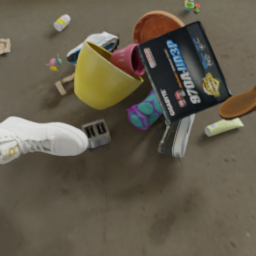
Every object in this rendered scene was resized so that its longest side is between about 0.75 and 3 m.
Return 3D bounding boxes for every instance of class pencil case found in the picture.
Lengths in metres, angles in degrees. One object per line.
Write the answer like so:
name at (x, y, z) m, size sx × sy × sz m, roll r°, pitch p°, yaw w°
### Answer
pencil case at (0.977, -0.957, 10.411) m, size 2.222 × 0.946 × 1.027 m, roll -47°, pitch 112°, yaw -26°

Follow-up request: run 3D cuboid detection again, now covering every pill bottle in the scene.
pill bottle at (-3.127, -5.015, 13.336) m, size 0.444 × 0.444 × 0.812 m, roll 26°, pitch 62°, yaw 15°

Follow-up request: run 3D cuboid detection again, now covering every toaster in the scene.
toaster at (-1.157, 0.235, 10.160) m, size 0.879 × 0.577 × 0.973 m, roll -18°, pitch 62°, yaw -9°

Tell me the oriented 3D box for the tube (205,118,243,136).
tube at (3.593, -0.071, 10.499) m, size 1.453 × 0.422 × 0.377 m, roll -20°, pitch 17°, yaw -14°

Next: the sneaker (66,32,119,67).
sneaker at (-1.672, -3.504, 12.277) m, size 2.522 × 0.945 × 1.093 m, roll -30°, pitch 57°, yaw -26°

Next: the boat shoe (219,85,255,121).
boat shoe at (3.846, -0.779, 8.813) m, size 2.109 × 0.741 × 0.742 m, roll -29°, pitch 51°, yaw 1°

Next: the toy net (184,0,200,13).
toy net at (3.252, -6.483, 14.289) m, size 0.799 × 0.294 × 1.523 m, roll 3°, pitch 59°, yaw 2°

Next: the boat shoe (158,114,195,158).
boat shoe at (1.823, -0.348, 10.203) m, size 0.951 × 1.056 × 2.988 m, roll 9°, pitch 57°, yaw 22°

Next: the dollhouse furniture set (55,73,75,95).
dollhouse furniture set at (-2.322, -1.872, 11.495) m, size 1.247 × 0.647 × 0.552 m, roll -33°, pitch 105°, yaw -18°

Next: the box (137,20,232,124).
box at (1.848, -1.833, 9.380) m, size 2.249 × 0.651 × 2.830 m, roll -22°, pitch 88°, yaw -1°

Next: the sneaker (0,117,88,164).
sneaker at (-2.772, 0.538, 7.967) m, size 2.931 × 1.080 × 1.694 m, roll 8°, pitch 25°, yaw 16°

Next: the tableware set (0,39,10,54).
tableware set at (-6.551, -3.307, 12.417) m, size 2.479 × 0.288 × 2.070 m, roll 6°, pitch 60°, yaw 3°

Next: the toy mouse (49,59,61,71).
toy mouse at (-2.928, -2.617, 11.327) m, size 0.154 × 0.798 × 0.709 m, roll 39°, pitch 109°, yaw 21°

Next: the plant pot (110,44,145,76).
plant pot at (-0.038, -2.360, 9.879) m, size 0.984 × 1.100 × 1.100 m, roll 4°, pitch 56°, yaw 32°

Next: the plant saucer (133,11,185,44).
plant saucer at (1.350, -3.361, 11.086) m, size 2.533 × 2.533 × 0.409 m, roll 29°, pitch 53°, yaw 16°

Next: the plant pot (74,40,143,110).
plant pot at (-0.947, -1.685, 10.071) m, size 2.445 × 2.445 × 1.735 m, roll 43°, pitch 107°, yaw 22°
